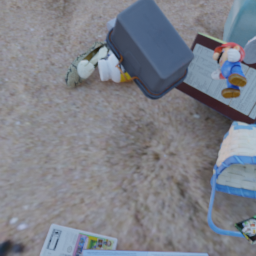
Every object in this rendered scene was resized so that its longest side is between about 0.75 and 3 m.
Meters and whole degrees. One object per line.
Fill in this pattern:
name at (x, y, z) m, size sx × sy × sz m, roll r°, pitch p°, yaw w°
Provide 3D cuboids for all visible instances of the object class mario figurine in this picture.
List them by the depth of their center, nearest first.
mario figurine at (1.826, -1.159, 5.319) m, size 0.687 × 0.800 × 1.296 m, roll 36°, pitch 42°, yaw -25°

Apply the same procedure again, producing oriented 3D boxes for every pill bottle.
pill bottle at (-0.122, -2.382, 10.932) m, size 1.972 × 1.105 × 1.105 m, roll -12°, pitch 50°, yaw -10°

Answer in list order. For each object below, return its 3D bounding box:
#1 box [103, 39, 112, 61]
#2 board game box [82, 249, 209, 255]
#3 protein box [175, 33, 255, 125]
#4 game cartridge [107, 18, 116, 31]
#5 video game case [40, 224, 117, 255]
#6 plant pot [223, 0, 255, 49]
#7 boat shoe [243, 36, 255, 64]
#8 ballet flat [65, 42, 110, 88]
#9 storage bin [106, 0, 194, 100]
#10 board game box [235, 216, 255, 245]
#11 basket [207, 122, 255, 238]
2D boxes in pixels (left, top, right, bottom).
box at (-0.849, -3.446, 12.415) m, size 0.978 × 0.262 × 1.615 m, roll 21°, pitch 55°, yaw 17°
board game box at (0.421, 3.519, 6.145) m, size 2.967 × 0.288 × 1.527 m, roll 4°, pitch 48°, yaw -4°
protein box at (3.453, -1.529, 8.995) m, size 2.709 × 1.828 × 2.689 m, roll 35°, pitch 26°, yaw 27°
game cartridge at (0.399, -4.641, 13.333) m, size 2.805 × 0.573 × 1.867 m, roll 36°, pitch 62°, yaw 27°
video game case at (-1.270, 3.314, 6.442) m, size 1.706 × 0.207 × 1.875 m, roll 12°, pitch 49°, yaw 3°
plant pot at (5.788, -4.871, 12.044) m, size 2.685 × 2.735 × 2.678 m, roll 12°, pitch 49°, yaw 10°
boat shoe at (3.255, -2.047, 6.398) m, size 0.547 × 1.520 × 0.471 m, roll 48°, pitch 55°, yaw 5°
ballet flat at (-1.494, -2.618, 11.052) m, size 0.966 × 0.870 × 2.566 m, roll 1°, pitch 47°, yaw 44°
storage bin at (0.471, -1.943, 6.915) m, size 1.679 × 1.549 × 2.307 m, roll -37°, pitch 90°, yaw -4°
board game box at (2.486, 1.857, 5.257) m, size 0.861 × 0.101 × 0.451 m, roll -10°, pitch 31°, yaw -22°
basket at (3.391, 1.415, 7.008) m, size 2.536 × 2.001 × 2.877 m, roll 12°, pitch 53°, yaw 8°
